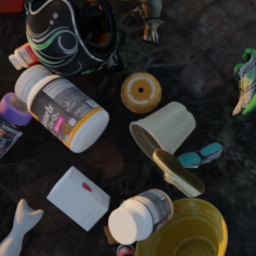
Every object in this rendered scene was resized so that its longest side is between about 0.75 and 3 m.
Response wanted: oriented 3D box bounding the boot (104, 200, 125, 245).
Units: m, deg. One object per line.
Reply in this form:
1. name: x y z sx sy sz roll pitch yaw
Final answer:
1. boot: -0.320 3.102 9.168 1.001 0.494 1.289 -18 84 5

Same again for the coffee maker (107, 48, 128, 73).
1. coffee maker: -0.492 -2.396 9.911 0.530 0.755 0.786 -28 74 27

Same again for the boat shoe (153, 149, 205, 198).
1. boat shoe: 1.314 1.328 7.870 1.734 0.642 0.576 43 128 5

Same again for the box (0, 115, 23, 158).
1. box: -5.038 -0.199 8.930 2.575 1.702 1.477 39 81 7

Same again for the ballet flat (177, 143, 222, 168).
1. ballet flat: 2.377 1.044 9.360 1.687 0.607 0.607 -20 82 -10

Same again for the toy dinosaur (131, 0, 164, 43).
1. toy dinosaur: 0.729 -4.251 9.526 1.244 2.433 0.936 33 61 24

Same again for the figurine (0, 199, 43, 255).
1. figurine: -4.254 3.255 8.855 2.596 1.117 2.533 23 78 3

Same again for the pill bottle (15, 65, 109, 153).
1. pill bottle: -2.150 -0.659 9.034 2.843 1.654 1.654 39 83 11

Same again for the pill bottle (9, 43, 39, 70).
1. pill bottle: -3.498 -2.573 9.854 1.229 0.690 0.690 -31 83 -4

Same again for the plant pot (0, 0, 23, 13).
1. plant pot: -4.744 -4.952 9.225 1.900 1.899 1.675 40 48 5

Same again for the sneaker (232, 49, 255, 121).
1. sneaker: 4.080 -1.484 9.631 1.173 1.074 2.753 21 73 10

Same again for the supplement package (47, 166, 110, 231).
1. supplement package: -1.481 2.138 8.602 1.591 0.965 0.953 41 98 -7

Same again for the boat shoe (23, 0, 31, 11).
1. boat shoe: -3.536 -5.004 10.128 0.979 0.827 2.746 -35 84 -11

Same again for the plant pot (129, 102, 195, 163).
1. plant pot: 1.217 0.065 9.088 1.601 1.749 1.749 -39 83 -18

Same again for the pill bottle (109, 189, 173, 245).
1. pill bottle: 0.407 2.583 8.245 1.162 1.997 1.162 3 96 35

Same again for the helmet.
1. helmet: -1.886 -2.975 8.872 2.545 2.669 2.669 0 79 36

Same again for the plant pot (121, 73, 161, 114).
1. plant pot: 0.429 -1.177 9.232 1.392 1.275 1.392 0 92 2

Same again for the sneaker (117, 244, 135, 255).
1. sneaker: 0.120 4.712 8.674 0.767 0.865 2.046 -21 82 -3

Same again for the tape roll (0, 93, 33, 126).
1. tape roll: -3.695 -0.622 9.320 1.091 1.091 0.464 44 113 6

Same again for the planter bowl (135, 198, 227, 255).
1. planter bowl: 1.741 3.631 8.309 2.892 2.892 1.205 -41 117 -6
